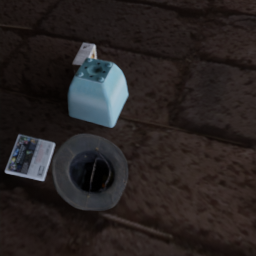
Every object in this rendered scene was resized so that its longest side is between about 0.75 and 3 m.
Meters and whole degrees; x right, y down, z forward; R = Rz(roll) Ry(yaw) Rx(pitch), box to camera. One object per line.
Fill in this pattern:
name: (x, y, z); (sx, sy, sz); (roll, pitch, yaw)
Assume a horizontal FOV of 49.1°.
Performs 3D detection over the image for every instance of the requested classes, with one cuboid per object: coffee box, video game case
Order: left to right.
video game case: (-3.195, 0.970, 9.200); (1.220, 0.157, 1.342); (15, 61, -9)
coffee box: (-1.817, -2.771, 11.752); (0.564, 0.799, 1.413); (11, 56, 8)

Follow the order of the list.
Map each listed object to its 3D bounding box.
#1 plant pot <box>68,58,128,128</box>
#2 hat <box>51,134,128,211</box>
plant pot: (-1.116, -1.434, 10.150); (1.812, 1.851, 1.817); (16, 56, 10)
hat: (-1.248, 1.353, 8.477); (2.444, 0.986, 2.444); (10, 72, -33)
